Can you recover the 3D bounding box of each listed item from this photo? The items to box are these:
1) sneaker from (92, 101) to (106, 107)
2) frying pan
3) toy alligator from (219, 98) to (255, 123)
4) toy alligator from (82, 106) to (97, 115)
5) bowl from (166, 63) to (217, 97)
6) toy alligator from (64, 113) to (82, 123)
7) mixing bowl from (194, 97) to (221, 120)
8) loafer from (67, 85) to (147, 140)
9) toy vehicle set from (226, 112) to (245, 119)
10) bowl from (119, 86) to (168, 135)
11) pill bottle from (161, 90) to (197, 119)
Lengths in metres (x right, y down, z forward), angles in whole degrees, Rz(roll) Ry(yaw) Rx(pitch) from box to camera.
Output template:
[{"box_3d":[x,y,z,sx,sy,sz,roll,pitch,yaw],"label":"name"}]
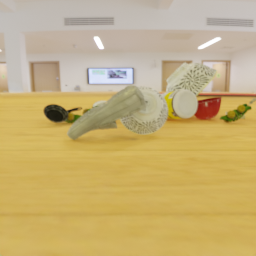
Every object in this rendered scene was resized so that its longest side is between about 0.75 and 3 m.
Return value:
[{"box_3d":[-0.540,-1.024,14.385,2.588,0.945,0.916,-9,19,-1],"label":"sneaker"},{"box_3d":[-2.695,-0.685,11.242,0.977,0.263,1.615,38,40,7],"label":"frying pan"},{"box_3d":[4.631,-0.648,11.520,1.901,0.457,0.630,-28,-19,-10],"label":"toy alligator"},{"box_3d":[-0.970,-0.681,11.838,2.473,0.594,0.820,-13,30,-43],"label":"toy alligator"},{"box_3d":[2.753,-2.236,13.615,1.345,2.865,2.865,45,5,-5],"label":"bowl"},{"box_3d":[-2.709,-0.484,11.696,1.845,0.443,0.611,14,1,25],"label":"toy alligator"},{"box_3d":[3.526,-0.850,12.708,1.513,0.820,1.513,-12,9,2],"label":"mixing bowl"},{"box_3d":[-0.624,-0.286,8.189,2.506,0.875,0.876,-30,18,8],"label":"loafer"},{"box_3d":[5.181,-0.608,13.588,0.842,0.180,1.356,3,10,18],"label":"toy vehicle set"},{"box_3d":[0.509,-0.676,8.929,1.684,1.684,0.790,-1,-13,-3],"label":"bowl"},{"box_3d":[1.907,-0.974,12.245,1.192,1.192,2.182,-5,2,-26],"label":"pill bottle"}]
